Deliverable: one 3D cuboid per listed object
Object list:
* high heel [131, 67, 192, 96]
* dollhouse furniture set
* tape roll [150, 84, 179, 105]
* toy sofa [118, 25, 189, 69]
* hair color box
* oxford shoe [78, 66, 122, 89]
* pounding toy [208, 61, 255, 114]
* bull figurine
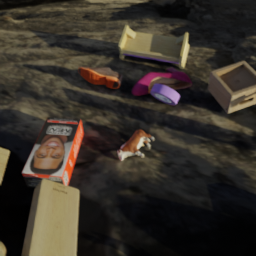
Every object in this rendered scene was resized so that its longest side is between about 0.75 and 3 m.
[{"bbox_3d":[1.254,-1.553,10.208,2.304,0.777,1.108,-31,55,-24],"label":"high heel"},{"bbox_3d":[-3.014,2.316,6.310,2.946,2.400,2.802,24,37,-26],"label":"dollhouse furniture set"},{"bbox_3d":[1.256,-1.137,9.594,0.969,0.969,0.318,24,85,23],"label":"tape roll"},{"bbox_3d":[1.086,-3.314,11.910,2.820,1.376,1.168,12,71,12],"label":"toy sofa"},{"bbox_3d":[-2.044,0.653,7.944,1.088,0.656,2.143,3,45,4],"label":"hair color box"},{"bbox_3d":[-1.051,-2.019,10.664,1.719,0.613,0.627,20,55,3],"label":"oxford shoe"},{"bbox_3d":[4.145,-1.182,9.527,1.909,0.994,2.173,-19,52,-8],"label":"pounding toy"},{"bbox_3d":[0.219,0.539,8.193,0.721,0.387,1.188,29,61,14],"label":"bull figurine"}]
